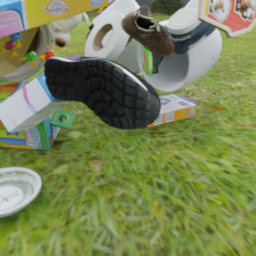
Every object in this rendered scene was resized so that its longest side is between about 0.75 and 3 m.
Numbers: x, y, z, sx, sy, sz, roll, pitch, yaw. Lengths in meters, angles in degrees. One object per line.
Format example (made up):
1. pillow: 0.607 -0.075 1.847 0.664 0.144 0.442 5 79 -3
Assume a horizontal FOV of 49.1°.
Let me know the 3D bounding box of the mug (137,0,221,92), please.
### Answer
1. mug: 1.991 -2.877 9.204 2.553 2.912 2.149 -30 59 -37

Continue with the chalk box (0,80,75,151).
1. chalk box: -2.901 -0.391 8.392 2.479 1.536 1.547 2 35 4

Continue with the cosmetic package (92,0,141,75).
1. cosmetic package: 0.079 -3.521 10.870 1.815 1.804 2.169 23 40 -57

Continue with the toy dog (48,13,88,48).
1. toy dog: -2.283 -3.607 9.857 1.475 1.521 1.062 16 25 -28

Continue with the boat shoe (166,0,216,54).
1. boat shoe: 2.150 -2.944 7.359 1.053 0.870 2.814 29 63 37

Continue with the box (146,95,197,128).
1. box: 1.360 -0.705 10.524 2.447 0.507 1.457 -11 28 -27

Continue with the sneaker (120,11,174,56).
1. sneaker: 0.546 -2.025 6.097 1.456 0.513 0.550 18 -16 -31

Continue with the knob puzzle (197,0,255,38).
1. knob puzzle: 1.616 -1.967 4.136 1.409 1.409 0.195 -15 6 -28

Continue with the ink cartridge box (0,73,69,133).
1. ink cartridge box: -2.102 -0.630 6.659 1.625 0.688 1.174 -35 0 8

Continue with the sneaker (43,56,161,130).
1. sneaker: -0.322 -0.883 5.118 1.232 1.066 2.815 -22 35 -38

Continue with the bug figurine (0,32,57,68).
1. bug figurine: -2.407 -1.859 6.615 1.024 0.340 1.321 -6 -20 36

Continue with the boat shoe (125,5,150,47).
1. boat shoe: 0.272 -3.385 9.115 0.613 1.674 0.543 29 -15 -3

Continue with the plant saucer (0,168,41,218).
1. plant saucer: -2.712 1.468 6.059 1.648 0.414 1.648 1 26 0

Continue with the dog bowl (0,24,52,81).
1. dog bowl: -3.835 -2.813 8.514 2.789 2.789 1.028 -11 41 -22

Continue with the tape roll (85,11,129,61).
1. tape roll: -0.684 -2.740 8.713 0.331 1.810 1.810 25 5 -41

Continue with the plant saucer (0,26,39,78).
1. plant saucer: -3.389 -1.976 7.298 0.487 2.011 2.010 43 40 -7

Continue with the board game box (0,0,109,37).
1. board game box: -2.236 -3.032 6.540 2.936 0.592 2.246 -24 44 -15

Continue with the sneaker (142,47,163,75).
1. sneaker: 0.791 -2.284 8.588 0.562 1.341 0.515 2 12 -36

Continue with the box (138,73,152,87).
1. box: 0.819 -2.414 13.919 1.696 0.594 0.545 6 26 12

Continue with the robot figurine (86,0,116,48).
1. robot figurine: -0.733 -4.405 12.023 1.876 2.588 0.753 20 24 -50
